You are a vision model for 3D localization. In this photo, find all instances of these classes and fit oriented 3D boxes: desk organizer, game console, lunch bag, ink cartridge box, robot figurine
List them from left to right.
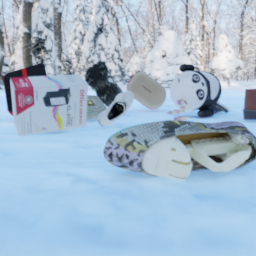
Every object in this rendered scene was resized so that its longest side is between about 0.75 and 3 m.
[{"bbox_3d":[-3.682,-1.405,10.207,1.637,1.852,0.287,-17,-22,-4],"label":"game console"},{"bbox_3d":[-2.113,-0.653,7.644,1.896,1.382,0.785,-9,32,-27],"label":"ink cartridge box"},{"bbox_3d":[-1.779,-0.773,10.616,1.390,0.996,1.695,-8,21,-44],"label":"lunch bag"},{"bbox_3d":[2.854,-1.545,11.570,1.962,1.630,2.611,35,28,31],"label":"robot figurine"},{"bbox_3d":[5.337,-0.827,9.906,2.318,0.892,0.831,3,-23,26],"label":"desk organizer"}]

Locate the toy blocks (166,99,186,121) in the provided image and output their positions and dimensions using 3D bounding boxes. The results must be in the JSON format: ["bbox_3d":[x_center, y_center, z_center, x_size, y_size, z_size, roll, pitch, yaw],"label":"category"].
[{"bbox_3d":[1.716,-0.621,10.108,0.676,0.803,0.750,-8,3,13],"label":"toy blocks"}]

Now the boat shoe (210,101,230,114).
[{"bbox_3d":[4.131,-0.845,12.877,1.271,0.577,0.450,26,-4,-27],"label":"boat shoe"}]

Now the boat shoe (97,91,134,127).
[{"bbox_3d":[-0.278,-0.667,8.817,1.696,0.610,0.557,-41,14,-37],"label":"boat shoe"}]

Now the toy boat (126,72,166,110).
[{"bbox_3d":[0.896,-1.764,13.735,1.997,1.303,1.305,37,0,-4],"label":"toy boat"}]

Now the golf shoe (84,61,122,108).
[{"bbox_3d":[-0.965,-1.707,12.135,1.156,1.405,2.973,-32,49,8],"label":"golf shoe"}]

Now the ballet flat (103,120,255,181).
[{"bbox_3d":[0.939,0.355,4.264,2.562,0.922,0.922,-4,10,-18],"label":"ballet flat"}]
